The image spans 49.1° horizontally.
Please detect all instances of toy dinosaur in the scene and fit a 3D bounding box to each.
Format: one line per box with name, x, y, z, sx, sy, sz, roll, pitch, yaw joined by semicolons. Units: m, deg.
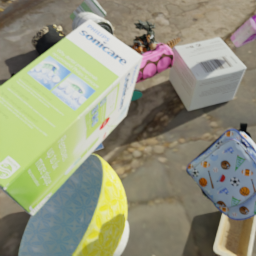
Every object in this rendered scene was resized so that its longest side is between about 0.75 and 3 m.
toy dinosaur;0.817;-3.171;11.022;2.388;1.220;1.621;-7;67;-28

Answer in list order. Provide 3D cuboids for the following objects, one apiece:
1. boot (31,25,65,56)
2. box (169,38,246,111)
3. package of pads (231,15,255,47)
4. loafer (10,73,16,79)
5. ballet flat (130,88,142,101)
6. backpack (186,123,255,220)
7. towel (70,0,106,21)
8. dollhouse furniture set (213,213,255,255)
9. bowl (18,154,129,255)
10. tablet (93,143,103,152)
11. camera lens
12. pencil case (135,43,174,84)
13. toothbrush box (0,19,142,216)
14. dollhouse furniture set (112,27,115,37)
boot;-2.300;-3.297;10.840;2.784;1.019;2.096;-34;57;-6
box;2.578;-1.831;9.533;1.777;1.530;1.786;-15;54;-11
package of pads;3.567;-2.826;8.075;0.723;1.199;0.454;-27;86;-7
loafer;-4.215;-1.673;10.190;0.306;0.297;0.838;-9;54;-7
ballet flat;-0.304;-1.128;9.686;1.565;0.541;0.557;-19;50;-9
backpack;1.819;0.820;4.750;1.337;1.404;1.082;49;24;13
towel;-1.427;-4.007;9.947;1.120;0.835;0.172;-32;22;26
dollhouse furniture set;1.919;2.343;6.154;2.310;2.069;2.916;20;56;14
bowl;-0.949;2.242;6.331;1.588;2.952;2.952;39;50;-26
tablet;-1.230;0.561;8.709;0.815;0.056;0.530;-19;56;-15
camera lens;-1.115;-3.045;8.820;0.956;0.956;1.195;-31;48;-21
pencil case;0.375;-1.845;8.385;2.142;1.003;0.972;-30;64;-21
toothbrush box;-1.144;-0.102;4.650;1.172;1.982;2.722;36;64;9
dollhouse furniture set;-1.200;-3.008;10.322;1.419;1.664;0.812;-15;55;-9
